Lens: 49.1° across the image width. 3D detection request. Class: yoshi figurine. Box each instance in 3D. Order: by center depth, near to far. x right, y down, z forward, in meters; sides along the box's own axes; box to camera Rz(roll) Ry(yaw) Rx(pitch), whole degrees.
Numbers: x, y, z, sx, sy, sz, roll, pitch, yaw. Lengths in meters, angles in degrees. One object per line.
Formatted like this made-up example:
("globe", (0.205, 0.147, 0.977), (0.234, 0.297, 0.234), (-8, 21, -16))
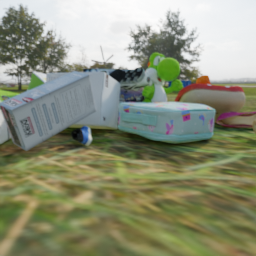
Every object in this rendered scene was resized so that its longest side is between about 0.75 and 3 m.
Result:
("yoshi figurine", (1.129, -1.279, 9.374), (1.404, 2.508, 1.410), (3, 3, 11))

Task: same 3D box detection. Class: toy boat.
("toy boat", (3.064, -1.282, 10.739), (2.644, 1.728, 1.725), (4, -31, -11))

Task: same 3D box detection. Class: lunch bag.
("lunch bag", (0.912, -0.199, 7.661), (1.959, 0.942, 2.443), (-6, 10, -37))

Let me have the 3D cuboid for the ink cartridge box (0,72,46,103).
("ink cartridge box", (-3.330, -1.290, 10.532), (2.918, 1.105, 2.157), (8, 23, -46))

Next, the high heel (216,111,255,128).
("high heel", (3.969, -0.236, 9.232), (2.002, 0.674, 0.960), (16, 29, 43))

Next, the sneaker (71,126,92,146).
("sneaker", (-1.164, 0.115, 6.802), (0.440, 0.303, 0.790), (29, 19, -28))

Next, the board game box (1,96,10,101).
("board game box", (-6.255, -1.090, 13.184), (1.607, 1.088, 0.277), (2, 0, 12))

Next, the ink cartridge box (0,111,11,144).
("ink cartridge box", (-3.827, -0.080, 6.883), (1.626, 0.933, 2.238), (-1, 8, -4))

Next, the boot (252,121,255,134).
("boot", (3.920, 0.056, 7.152), (0.950, 0.467, 1.327), (-14, 21, -3))

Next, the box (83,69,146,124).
("box", (-0.211, -1.171, 10.491), (2.922, 2.001, 0.583), (-2, -10, -10))

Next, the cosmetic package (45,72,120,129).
("cosmetic package", (-1.393, -0.796, 8.765), (1.899, 1.565, 1.567), (3, -3, 16))

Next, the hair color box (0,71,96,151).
("hair color box", (-1.733, -0.456, 6.392), (0.617, 1.007, 2.035), (20, 40, 37))

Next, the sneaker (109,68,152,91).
("sneaker", (0.012, -1.564, 9.641), (1.874, 0.694, 0.829), (11, -19, 46))
